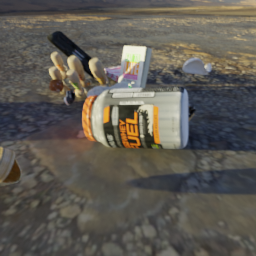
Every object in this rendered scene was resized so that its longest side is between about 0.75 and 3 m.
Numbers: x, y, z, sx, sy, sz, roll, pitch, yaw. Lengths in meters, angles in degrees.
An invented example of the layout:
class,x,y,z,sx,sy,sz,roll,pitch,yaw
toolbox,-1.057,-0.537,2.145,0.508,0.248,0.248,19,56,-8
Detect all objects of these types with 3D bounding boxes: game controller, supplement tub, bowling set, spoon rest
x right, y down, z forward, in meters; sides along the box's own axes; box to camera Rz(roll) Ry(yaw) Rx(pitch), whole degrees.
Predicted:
class,x,y,z,sx,sy,sz,roll,pitch,yaw
game controller,-2.203,-3.052,12.052,2.836,0.597,1.479,38,26,-15
supplement tub,0.223,-0.241,7.043,2.479,1.519,1.519,0,26,16
bowling set,-2.237,-1.713,10.692,2.697,1.448,1.877,19,57,32
spoon rest,3.203,-2.748,12.726,1.796,0.892,0.544,-2,64,-40

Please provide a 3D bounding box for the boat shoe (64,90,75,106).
class,x,y,z,sx,sy,sz,roll,pitch,yaw
boat shoe,-1.994,-1.111,9.820,0.305,0.374,1.012,-25,21,11

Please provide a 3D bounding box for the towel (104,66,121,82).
class,x,y,z,sx,sy,sz,roll,pitch,yaw
towel,-0.245,-2.595,12.991,1.501,0.307,2.051,-11,29,-24

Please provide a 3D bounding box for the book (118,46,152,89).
class,x,y,z,sx,sy,sz,roll,pitch,yaw
book,0.206,-2.200,10.730,1.163,1.740,0.418,17,13,38

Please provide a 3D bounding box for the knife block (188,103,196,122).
class,x,y,z,sx,sy,sz,roll,pitch,yaw
knife block,1.508,-0.576,7.992,0.314,0.861,0.981,-50,48,-5

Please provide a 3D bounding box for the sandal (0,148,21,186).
class,x,y,z,sx,sy,sz,roll,pitch,yaw
sandal,-2.335,0.861,5.245,0.718,0.800,2.182,27,-26,-30

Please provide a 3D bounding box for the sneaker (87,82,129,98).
class,x,y,z,sx,sy,sz,roll,pitch,yaw
sneaker,-0.725,-1.246,10.464,1.574,0.606,0.644,-11,-9,0
